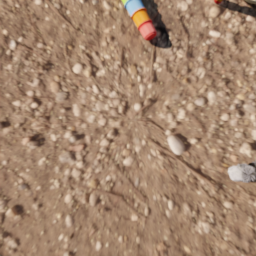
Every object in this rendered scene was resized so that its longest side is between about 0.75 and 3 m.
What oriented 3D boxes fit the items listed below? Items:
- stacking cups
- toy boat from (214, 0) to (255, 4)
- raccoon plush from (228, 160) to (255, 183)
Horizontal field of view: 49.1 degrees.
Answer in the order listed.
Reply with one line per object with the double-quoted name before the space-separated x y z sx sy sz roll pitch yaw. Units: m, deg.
"stacking cups" 0.245 -4.151 9.787 0.720 0.720 2.380 -25 86 -5
"toy boat" 3.968 -5.022 9.770 2.028 0.943 1.705 -26 80 -5
"raccoon plush" 4.237 0.871 8.361 2.638 1.767 1.276 -3 87 12
